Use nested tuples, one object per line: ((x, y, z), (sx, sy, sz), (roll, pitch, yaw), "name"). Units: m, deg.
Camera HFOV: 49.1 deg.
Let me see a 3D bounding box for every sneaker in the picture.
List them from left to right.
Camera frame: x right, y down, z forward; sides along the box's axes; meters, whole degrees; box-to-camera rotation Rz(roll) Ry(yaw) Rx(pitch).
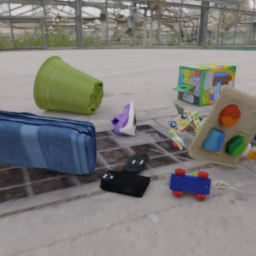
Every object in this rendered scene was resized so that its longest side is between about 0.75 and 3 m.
((-0.163, -0.369, 10.209), (0.885, 0.855, 2.120), (-4, 20, 5), "sneaker")

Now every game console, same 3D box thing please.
((0.117, 1.088, 6.974), (1.066, 0.218, 1.807), (8, 24, 20), "game console")

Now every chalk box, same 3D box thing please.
((3.563, -2.165, 13.736), (2.834, 1.756, 1.769), (-10, 22, -27), "chalk box")

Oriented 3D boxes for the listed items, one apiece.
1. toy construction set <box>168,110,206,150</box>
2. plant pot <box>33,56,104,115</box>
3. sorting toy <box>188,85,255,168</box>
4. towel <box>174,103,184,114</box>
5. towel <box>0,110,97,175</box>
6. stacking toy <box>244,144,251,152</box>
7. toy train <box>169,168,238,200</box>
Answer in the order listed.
((1.809, 0.013, 8.730), (1.436, 0.942, 0.662), (-38, 4, -19), "toy construction set")
((-2.345, -1.576, 11.938), (2.300, 2.422, 2.422), (19, 24, 12), "plant pot")
((2.831, 0.150, 6.913), (2.491, 1.856, 0.334), (14, 19, -28), "sorting toy")
((2.144, -0.660, 11.327), (0.087, 0.591, 0.806), (-29, 26, -3), "towel")
((-2.242, 0.334, 6.704), (2.969, 1.658, 0.721), (7, 47, 3), "towel")
((2.873, 0.494, 7.761), (1.213, 0.886, 0.886), (1, 19, -13), "stacking toy")
((1.633, 1.225, 6.302), (1.407, 0.596, 0.814), (7, 4, 6), "toy train")
